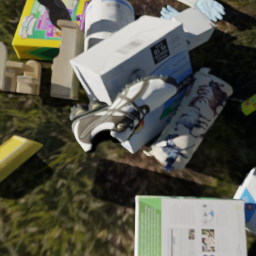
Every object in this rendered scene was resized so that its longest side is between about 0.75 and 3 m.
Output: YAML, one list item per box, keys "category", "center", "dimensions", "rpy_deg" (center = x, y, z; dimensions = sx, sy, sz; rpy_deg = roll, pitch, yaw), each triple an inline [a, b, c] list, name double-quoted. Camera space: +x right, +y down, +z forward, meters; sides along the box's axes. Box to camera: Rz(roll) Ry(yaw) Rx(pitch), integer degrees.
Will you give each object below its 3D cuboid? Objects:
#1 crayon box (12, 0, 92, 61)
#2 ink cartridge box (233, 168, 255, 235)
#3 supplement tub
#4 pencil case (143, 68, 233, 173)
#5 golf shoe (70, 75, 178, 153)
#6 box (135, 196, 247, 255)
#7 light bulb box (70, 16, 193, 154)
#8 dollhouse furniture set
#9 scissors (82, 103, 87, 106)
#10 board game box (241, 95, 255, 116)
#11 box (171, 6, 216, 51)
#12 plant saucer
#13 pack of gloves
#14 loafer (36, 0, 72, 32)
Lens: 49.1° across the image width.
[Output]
- category: "crayon box"
  center: [-2.522, -3.569, 9.749]
  dimensions: [2.224, 0.751, 2.578]
  rpy_deg: [5, 65, 3]
- category: "ink cartridge box"
  center: [3.676, 2.118, 6.999]
  dimensions: [1.907, 0.798, 1.383]
  rpy_deg: [32, 71, 16]
- category: "supplement tub"
  center: [-0.559, -2.750, 8.873]
  dimensions: [1.640, 1.640, 2.486]
  rpy_deg: [-2, 65, -1]
- category: "pencil case"
  center: [1.548, -0.169, 7.189]
  dimensions: [1.036, 1.191, 2.662]
  rpy_deg: [40, 105, 43]
- category: "golf shoe"
  center: [0.018, -0.225, 5.800]
  dimensions: [2.388, 0.928, 1.128]
  rpy_deg: [-24, 61, 6]
- category: "box"
  center: [1.377, 2.465, 6.270]
  dimensions: [2.460, 0.447, 1.775]
  rpy_deg: [3, 78, -4]
- category: "light bulb box"
  center: [0.284, -1.152, 7.396]
  dimensions: [2.484, 2.506, 1.564]
  rpy_deg: [-36, 41, -15]
- category: "dollhouse furniture set"
  center: [-2.828, -1.903, 7.594]
  dimensions: [2.950, 2.710, 1.919]
  rpy_deg: [7, 93, -1]
- category: "scissors"
  center: [-0.908, -0.216, 8.102]
  dimensions: [1.280, 0.089, 0.468]
  rpy_deg: [40, 35, -15]
- category: "board game box"
  center: [3.159, -0.665, 6.807]
  dimensions: [0.192, 0.807, 0.410]
  rpy_deg: [46, 33, -9]
- category: "box"
  center: [1.837, -2.898, 8.186]
  dimensions: [0.940, 0.615, 0.935]
  rpy_deg: [-30, 72, -20]
- category: "plant saucer"
  center: [-2.907, 0.657, 6.775]
  dimensions: [1.338, 0.324, 1.338]
  rpy_deg: [8, 45, 50]
- category: "pack of gloves"
  center: [2.350, -4.128, 10.325]
  dimensions: [2.069, 0.408, 1.739]
  rpy_deg: [40, 82, 21]
- category: "loafer"
  center: [-2.026, -3.415, 7.726]
  dimensions: [0.650, 1.809, 0.570]
  rpy_deg: [-9, 70, 12]
